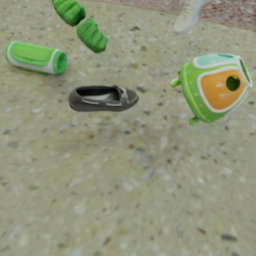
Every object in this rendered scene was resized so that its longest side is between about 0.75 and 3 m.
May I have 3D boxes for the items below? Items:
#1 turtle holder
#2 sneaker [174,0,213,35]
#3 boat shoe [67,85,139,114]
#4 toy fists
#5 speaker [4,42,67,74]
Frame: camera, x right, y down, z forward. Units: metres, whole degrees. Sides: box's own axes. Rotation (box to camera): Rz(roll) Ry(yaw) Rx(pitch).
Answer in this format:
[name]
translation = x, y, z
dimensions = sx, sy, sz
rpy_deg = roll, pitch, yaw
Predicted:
[turtle holder]
translation = 2.355, -1.094, 7.420
dimensions = 2.315, 1.644, 1.759
rpy_deg = 0, 69, -55
[sneaker]
translation = 2.201, -4.250, 9.700
dimensions = 0.853, 2.128, 0.748
rpy_deg = 8, 37, -47
[boat shoe]
translation = -0.587, -0.879, 8.065
dimensions = 2.322, 0.662, 0.776
rpy_deg = -10, 59, -31
[toy fists]
translation = -1.546, -3.409, 9.127
dimensions = 0.792, 1.173, 2.302
rpy_deg = -41, 97, 7
[speaker]
translation = -3.848, -2.939, 11.719
dimensions = 2.423, 1.072, 1.072
rpy_deg = 14, 51, 11
